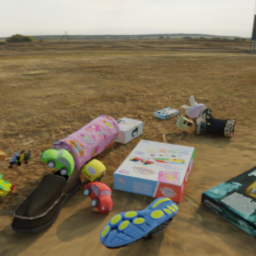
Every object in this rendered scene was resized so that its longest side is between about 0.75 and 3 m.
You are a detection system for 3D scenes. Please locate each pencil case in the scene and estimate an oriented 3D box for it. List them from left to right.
[{"bbox_3d":[-1.430,0.487,9.684,1.237,1.237,2.830,11,26,26],"label":"pencil case"}]

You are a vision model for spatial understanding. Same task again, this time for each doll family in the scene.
[{"bbox_3d":[-3.362,0.987,8.670,0.384,0.565,0.977,30,-38,-31],"label":"doll family"}]

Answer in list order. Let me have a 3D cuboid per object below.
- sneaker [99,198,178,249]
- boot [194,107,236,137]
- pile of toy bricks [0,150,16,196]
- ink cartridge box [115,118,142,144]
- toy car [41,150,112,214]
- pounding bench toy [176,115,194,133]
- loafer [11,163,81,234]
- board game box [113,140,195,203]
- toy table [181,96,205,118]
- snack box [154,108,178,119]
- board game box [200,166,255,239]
[{"bbox_3d":[0.299,2.149,5.987,1.976,0.819,0.700,-10,32,-39],"label":"sneaker"},{"bbox_3d":[3.893,-0.253,12.342,1.582,0.769,2.100,9,26,24],"label":"boot"},{"bbox_3d":[-3.718,1.467,7.591,1.271,1.429,2.575,32,3,-16],"label":"pile of toy bricks"},{"bbox_3d":[-0.165,0.085,11.739,1.006,0.571,1.380,14,25,31],"label":"ink cartridge box"},{"bbox_3d":[-1.324,1.137,7.560,2.102,0.498,2.233,34,10,-20],"label":"toy car"},{"bbox_3d":[2.484,-0.224,12.315,0.592,0.471,0.758,22,21,-16],"label":"pounding bench toy"},{"bbox_3d":[-2.072,1.632,7.194,0.951,0.930,2.606,5,21,14],"label":"loafer"},{"bbox_3d":[0.926,1.219,8.839,1.986,0.523,2.595,8,22,20],"label":"board game box"},{"bbox_3d":[3.257,-0.983,14.092,1.159,1.066,0.679,-5,38,-39],"label":"toy table"},{"bbox_3d":[1.971,-0.745,14.403,0.690,0.220,1.189,19,28,41],"label":"snack box"},{"bbox_3d":[3.549,1.835,7.442,2.738,0.386,1.852,-14,25,-32],"label":"board game box"}]
